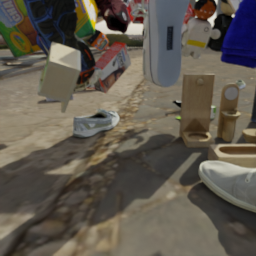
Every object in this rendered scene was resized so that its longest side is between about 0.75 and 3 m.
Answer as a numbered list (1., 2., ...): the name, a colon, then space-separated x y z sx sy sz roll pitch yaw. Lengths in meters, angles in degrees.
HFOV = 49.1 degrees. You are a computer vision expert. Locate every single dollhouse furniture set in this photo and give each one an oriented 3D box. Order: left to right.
1. dollhouse furniture set: 2.446 -0.237 6.550 2.028 1.737 2.132 0 19 -1

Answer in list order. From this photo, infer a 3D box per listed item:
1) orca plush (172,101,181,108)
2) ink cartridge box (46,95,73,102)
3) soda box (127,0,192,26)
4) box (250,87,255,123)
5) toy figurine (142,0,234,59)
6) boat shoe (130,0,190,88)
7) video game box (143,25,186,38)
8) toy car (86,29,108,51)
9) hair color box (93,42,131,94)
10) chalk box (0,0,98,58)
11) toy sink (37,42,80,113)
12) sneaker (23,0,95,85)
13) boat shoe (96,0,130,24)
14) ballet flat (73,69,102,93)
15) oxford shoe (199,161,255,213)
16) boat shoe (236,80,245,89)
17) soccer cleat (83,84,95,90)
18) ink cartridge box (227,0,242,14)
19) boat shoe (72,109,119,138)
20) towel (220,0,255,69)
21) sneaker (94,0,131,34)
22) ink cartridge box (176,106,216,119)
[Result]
1. orca plush: 2.090 -0.796 10.248 0.911 0.479 0.324 17 53 -24
2. ink cartridge box: -2.925 -1.324 11.877 1.101 0.243 0.518 -7 20 -18
3. soda box: 0.808 -3.001 7.172 1.582 0.554 0.502 -7 -22 -25
4. box: 4.878 -0.713 8.339 1.040 1.442 1.943 -13 23 -31
5. toy figurine: 2.171 -3.952 9.759 2.954 2.055 2.909 36 41 28
6. boat shoe: 0.656 -2.369 6.350 1.019 2.757 1.175 -14 25 -31
7. video game box: 1.111 -2.925 8.613 0.926 1.017 0.238 44 5 34
8. toy car: -0.672 -3.545 9.878 0.684 2.056 1.008 37 -10 -28
9. hair color box: -0.508 -1.783 8.237 0.446 0.774 1.396 23 62 29
10. chalk box: -2.379 -3.048 7.012 2.807 1.746 1.738 -15 39 8
11. toy sink: -1.422 -0.977 5.598 0.634 1.131 0.737 13 40 -22
12. sneaker: -1.627 -2.059 5.936 1.047 2.670 1.006 25 59 30
13. boat shoe: -0.875 -4.078 9.359 0.794 0.859 2.326 35 -9 -40
14. ballet flat: -1.048 -1.146 7.074 0.951 0.341 0.341 -24 17 9
15. oxford shoe: 2.378 0.981 4.547 1.055 0.811 2.807 -16 23 -32
16. boat shoe: 5.726 -2.248 14.281 0.445 0.383 1.235 10 22 26
17. soccer cleat: -1.753 -2.207 13.775 1.511 0.644 0.519 -1 20 -1
18. ink cartridge box: 2.837 -2.800 6.676 0.445 1.185 0.977 -28 -4 36
19. boat shoe: -0.916 -0.242 8.282 0.685 0.596 1.857 14 24 34
20. towel: 2.371 -1.460 4.297 1.648 1.217 0.408 22 4 33
21. sneaker: -0.646 -3.554 7.831 0.829 2.190 1.265 -32 34 28
22. ink cartridge box: 2.247 -0.512 9.324 1.096 0.415 0.810 -12 23 -34
